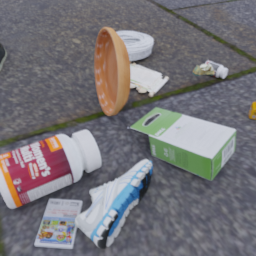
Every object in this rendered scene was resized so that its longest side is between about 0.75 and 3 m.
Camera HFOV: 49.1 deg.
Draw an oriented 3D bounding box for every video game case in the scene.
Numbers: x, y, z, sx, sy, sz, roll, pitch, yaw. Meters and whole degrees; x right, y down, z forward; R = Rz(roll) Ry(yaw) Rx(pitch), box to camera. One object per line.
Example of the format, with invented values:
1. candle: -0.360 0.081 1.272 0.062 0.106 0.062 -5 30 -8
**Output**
1. video game case: -1.696 2.351 6.973 0.897 0.113 1.253 3 42 3

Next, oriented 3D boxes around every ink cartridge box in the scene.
1. ink cartridge box: 1.604 0.353 8.504 2.821 0.837 1.465 20 45 37

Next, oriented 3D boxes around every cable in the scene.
1. cable: -0.008 -3.895 13.300 2.373 0.821 2.372 10 37 11

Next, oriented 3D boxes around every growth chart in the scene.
1. growth chart: 0.423 -2.140 11.890 2.494 0.221 1.805 29 50 29

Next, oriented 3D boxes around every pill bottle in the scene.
1. pill bottle: -2.115 1.002 7.509 2.562 1.403 1.403 -21 46 -22
2. pill bottle: 3.748 -2.489 12.040 0.935 0.542 0.542 31 50 29

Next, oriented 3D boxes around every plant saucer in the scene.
1. plant saucer: -0.549 -1.857 9.442 0.542 2.894 2.894 -6 41 -20

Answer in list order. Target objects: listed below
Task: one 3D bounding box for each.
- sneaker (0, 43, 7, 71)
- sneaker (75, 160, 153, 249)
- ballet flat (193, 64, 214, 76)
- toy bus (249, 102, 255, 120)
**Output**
1. sneaker: -6.243 -3.700 12.638 1.076 1.528 2.877 -12 43 -13
2. sneaker: -0.329 1.642 7.168 1.156 1.000 2.668 20 45 28
3. ballet flat: 3.104 -2.339 11.185 1.324 0.468 0.468 -12 40 -39
4. toy bus: 5.087 -0.505 9.788 1.505 0.589 0.490 12 42 13
